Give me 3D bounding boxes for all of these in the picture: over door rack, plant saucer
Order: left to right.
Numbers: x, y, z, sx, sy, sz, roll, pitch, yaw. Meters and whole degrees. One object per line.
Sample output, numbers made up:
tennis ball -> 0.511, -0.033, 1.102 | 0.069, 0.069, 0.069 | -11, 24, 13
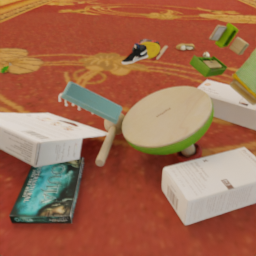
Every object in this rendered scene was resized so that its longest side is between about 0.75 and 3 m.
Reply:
over door rack -> -1.411, -0.787, 8.801 | 1.027, 0.463, 1.390 | 18, 13, 14
plant saucer -> -0.823, -0.611, 6.611 | 1.433, 0.136, 0.501 | 26, 61, -10

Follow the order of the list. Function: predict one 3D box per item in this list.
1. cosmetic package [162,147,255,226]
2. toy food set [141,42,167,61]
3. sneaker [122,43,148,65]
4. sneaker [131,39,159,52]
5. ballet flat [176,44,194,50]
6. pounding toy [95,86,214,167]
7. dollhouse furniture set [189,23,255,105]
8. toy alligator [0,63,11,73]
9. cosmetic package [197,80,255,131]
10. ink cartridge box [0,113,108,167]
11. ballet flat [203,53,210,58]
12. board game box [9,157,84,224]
cosmetic package -> 1.860, 1.156, 5.859 | 2.071, 0.767, 1.053 | -13, 36, -17
toy food set -> 0.793, -2.544, 9.567 | 1.102, 0.360, 0.649 | 23, 76, 33
sneaker -> 0.161, -2.270, 8.453 | 0.896, 0.501, 0.328 | -25, 32, -23
sneaker -> 0.717, -3.930, 13.638 | 1.683, 0.595, 0.822 | -24, 41, -35
ballet flat -> 2.904, -4.059, 14.093 | 0.975, 0.335, 0.307 | -10, 46, -14
pounding toy -> 0.807, 0.228, 7.061 | 2.871, 1.332, 2.216 | -17, 35, 15
dollhouse furniture set -> 2.547, -1.445, 6.424 | 0.904, 1.179, 1.800 | -13, 53, -44
toy alligator -> -5.187, -2.495, 11.838 | 0.225, 0.246, 0.829 | -34, 24, 25
cosmetic package -> 3.479, -0.686, 8.660 | 2.816, 0.713, 1.162 | 22, 39, 30
ink cartridge box -> -2.223, 0.158, 7.292 | 2.755, 0.600, 2.391 | 17, 11, 33
ballet flat -> 3.693, -3.387, 13.112 | 0.289, 0.273, 0.857 | 1, 33, 2
board game box -> -1.671, 1.283, 6.118 | 1.202, 0.250, 1.777 | 0, 34, 0
